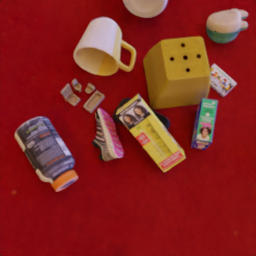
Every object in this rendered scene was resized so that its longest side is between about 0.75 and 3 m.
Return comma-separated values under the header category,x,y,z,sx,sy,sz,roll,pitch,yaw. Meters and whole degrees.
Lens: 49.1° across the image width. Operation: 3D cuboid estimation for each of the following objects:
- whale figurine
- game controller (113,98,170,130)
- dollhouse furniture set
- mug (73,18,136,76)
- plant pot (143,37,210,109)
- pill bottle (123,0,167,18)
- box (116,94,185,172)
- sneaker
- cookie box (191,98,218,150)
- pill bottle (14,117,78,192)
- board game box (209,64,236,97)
category,x,y,z,sx,sy,sz,roll,pitch,yaw
whale figurine,3.755,-3.868,10.595,1.501,0.979,1.887,28,52,30
game controller,0.474,-0.301,9.904,1.979,0.417,1.032,29,65,7
dollhouse furniture set,-1.571,-1.165,9.835,1.045,0.852,0.994,37,79,9
mug,-0.860,-2.917,10.172,1.606,2.005,1.646,-4,63,32
plant pot,1.730,-1.969,9.505,2.038,1.797,2.038,-7,76,-5
pill bottle,0.852,-5.725,10.475,1.631,1.631,2.906,12,64,3
box,0.736,0.188,8.990,0.940,0.626,2.497,-35,104,13
sneaker,-0.871,0.270,9.493,0.871,0.734,1.990,-31,63,20
cookie box,2.521,-0.096,9.347,0.538,1.224,1.431,10,76,8
pill bottle,-2.579,0.889,9.102,1.236,1.236,2.327,-34,78,-8
board game box,3.332,-1.751,10.326,0.698,0.191,1.106,-43,80,-11
